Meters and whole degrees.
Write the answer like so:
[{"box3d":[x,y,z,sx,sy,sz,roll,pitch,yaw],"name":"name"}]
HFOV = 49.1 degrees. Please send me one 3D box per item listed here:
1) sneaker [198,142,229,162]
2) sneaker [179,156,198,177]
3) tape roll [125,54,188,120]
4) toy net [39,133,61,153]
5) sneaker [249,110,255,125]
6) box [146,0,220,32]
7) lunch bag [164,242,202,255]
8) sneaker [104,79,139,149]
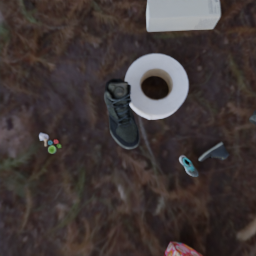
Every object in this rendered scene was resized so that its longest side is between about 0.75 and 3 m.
[{"box3d":[3.118,1.033,10.134,1.090,0.408,0.579,-32,81,-5],"name":"sneaker"},{"box3d":[2.196,1.396,10.092,0.347,0.408,0.894,-41,85,-5],"name":"sneaker"},{"box3d":[0.995,-1.480,10.276,2.301,0.805,2.301,0,82,-1],"name":"tape roll"},{"box3d":[-2.921,0.499,10.330,0.480,0.177,0.915,-43,84,-5],"name":"toy net"},{"box3d":[5.531,-0.251,10.147,1.922,0.735,1.101,32,90,10],"name":"sneaker"},{"box3d":[2.015,-4.287,10.540,2.609,1.072,0.892,-2,82,-1],"name":"box"},{"box3d":[2.143,4.505,9.041,1.871,1.648,0.766,29,83,4],"name":"lunch bag"},{"box3d":[-0.237,-0.550,8.874,0.917,1.374,2.400,-12,68,-5],"name":"sneaker"}]
